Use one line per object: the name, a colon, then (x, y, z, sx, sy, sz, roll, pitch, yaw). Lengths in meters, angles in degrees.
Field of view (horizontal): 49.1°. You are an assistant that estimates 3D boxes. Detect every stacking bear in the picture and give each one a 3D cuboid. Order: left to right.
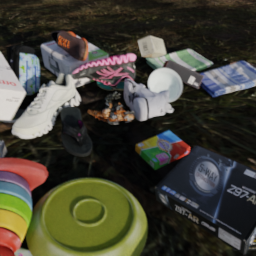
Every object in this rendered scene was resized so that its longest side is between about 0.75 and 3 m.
stacking bear: (-2.439, 1.860, 5.170, 1.376, 1.469, 2.420, 26, 31, -29)

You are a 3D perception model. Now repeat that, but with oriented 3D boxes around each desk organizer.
desk organizer: (2.085, -2.091, 10.984, 1.553, 0.557, 0.598, 22, 6, -13)

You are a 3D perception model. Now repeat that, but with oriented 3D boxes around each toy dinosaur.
toy dinosaur: (-0.570, -0.557, 9.238, 1.592, 0.813, 1.080, 16, 53, 3)

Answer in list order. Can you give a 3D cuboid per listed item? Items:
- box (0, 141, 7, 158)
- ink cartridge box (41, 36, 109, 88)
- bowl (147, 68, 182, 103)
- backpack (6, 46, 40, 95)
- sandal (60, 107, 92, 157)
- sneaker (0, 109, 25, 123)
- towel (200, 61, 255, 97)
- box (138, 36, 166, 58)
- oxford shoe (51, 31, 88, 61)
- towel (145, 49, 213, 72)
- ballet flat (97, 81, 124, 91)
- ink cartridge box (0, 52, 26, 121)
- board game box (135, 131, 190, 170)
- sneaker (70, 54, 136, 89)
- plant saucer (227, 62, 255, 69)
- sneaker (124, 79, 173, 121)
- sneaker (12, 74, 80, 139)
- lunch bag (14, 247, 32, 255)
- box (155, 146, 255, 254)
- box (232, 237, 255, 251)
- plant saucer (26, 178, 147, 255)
box: (-4.438, 0.943, 7.432, 1.874, 0.453, 1.485, 2, 37, 2)
ink cartridge box: (-2.280, -2.887, 11.950, 1.845, 1.065, 2.536, -26, 46, -29)
bowl: (1.289, -1.504, 10.339, 1.301, 1.301, 0.585, -9, -5, -11)
backpack: (-3.857, -2.036, 10.304, 1.310, 1.703, 1.390, 9, 1, -45)
sandal: (-1.676, -0.020, 8.535, 0.841, 0.536, 2.238, -9, 44, -19)
sneaker: (-4.069, -0.493, 9.241, 1.343, 0.568, 0.500, -7, 38, -10)
towel: (4.063, -2.028, 11.252, 2.437, 0.290, 1.790, -17, 40, -9)
box: (0.994, -3.245, 11.335, 0.563, 0.688, 1.449, -14, 3, 27)
oxford shoe: (-2.221, -3.096, 10.527, 0.851, 0.835, 2.345, 2, 26, -37)
towel: (2.303, -2.980, 12.761, 2.523, 0.295, 1.925, -15, 40, -19)
ballet flat: (-0.544, -1.675, 10.986, 1.364, 0.474, 0.474, 12, 39, 12)
ink cartridge box: (-4.697, -1.619, 8.197, 2.140, 1.209, 2.922, 4, 40, -52)
board game box: (0.984, 0.610, 8.046, 1.249, 0.252, 0.956, -22, 42, -26)
sneaker: (-0.823, -1.962, 10.312, 2.511, 1.198, 0.992, -15, 19, -13)
plant saucer: (4.936, -2.453, 12.086, 1.397, 0.241, 1.397, -1, 39, 1)
sneaker: (0.653, -1.045, 9.801, 1.289, 0.843, 2.243, -7, 37, -16)
sneaker: (-2.698, -0.772, 9.114, 1.115, 1.202, 2.967, 15, 41, 19)
lunch bag: (-2.185, 2.636, 5.315, 0.817, 0.315, 0.655, 7, 41, 11)
box: (1.957, 1.415, 6.181, 2.158, 0.470, 1.729, 25, 50, 39)
box: (2.953, 1.949, 6.151, 1.700, 0.419, 1.357, -1, 39, -1)
plant saucer: (-0.833, 1.898, 5.969, 2.575, 0.400, 2.575, 5, 32, -3)
